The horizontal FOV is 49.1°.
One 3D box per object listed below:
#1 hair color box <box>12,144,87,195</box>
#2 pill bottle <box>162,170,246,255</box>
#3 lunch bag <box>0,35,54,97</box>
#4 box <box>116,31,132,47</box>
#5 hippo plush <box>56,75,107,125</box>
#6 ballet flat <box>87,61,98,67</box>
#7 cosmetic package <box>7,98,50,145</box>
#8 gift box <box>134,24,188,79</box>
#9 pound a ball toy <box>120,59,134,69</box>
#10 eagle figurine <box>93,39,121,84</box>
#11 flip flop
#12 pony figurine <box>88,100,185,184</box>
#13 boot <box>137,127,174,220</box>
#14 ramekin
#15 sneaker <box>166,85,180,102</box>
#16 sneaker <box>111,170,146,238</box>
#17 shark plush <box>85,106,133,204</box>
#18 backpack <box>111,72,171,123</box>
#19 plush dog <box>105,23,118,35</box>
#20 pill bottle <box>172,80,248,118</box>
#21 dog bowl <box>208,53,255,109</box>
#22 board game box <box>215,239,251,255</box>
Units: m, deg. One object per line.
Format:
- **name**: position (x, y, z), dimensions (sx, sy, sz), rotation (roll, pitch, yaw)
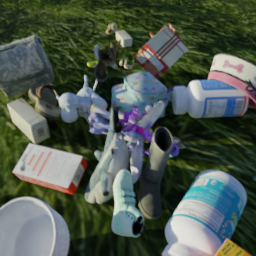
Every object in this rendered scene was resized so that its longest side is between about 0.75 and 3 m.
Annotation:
- **hair color box**: position (-2.364, 1.238, 8.565), dimensions (1.927, 0.616, 1.068), rotation (12, 59, 16)
- **pill bottle**: position (1.855, 2.352, 6.952), dimensions (1.428, 1.428, 2.578), rotation (25, 48, 25)
- **lunch bag**: position (-4.564, -2.676, 11.635), dimensions (2.465, 2.067, 1.717), rotation (-19, 60, -8)
- **box**: position (-0.245, -5.086, 15.961), dimensions (0.565, 0.462, 1.189), rotation (-14, 44, -15)
- **hippo plush**: position (-1.684, -0.815, 10.018), dimensions (1.401, 1.759, 1.414), rotation (25, 30, 39)
- **ballet flat**: position (-1.708, -3.144, 13.906), dimensions (0.279, 0.278, 0.831), rotation (46, 33, 10)
- **cosmetic package**: position (-3.660, -0.271, 10.277), dimensions (0.621, 0.918, 1.746), rotation (-31, 52, -32)
- **gift box**: position (1.428, -3.436, 12.344), dimensions (1.802, 1.663, 1.683), rotation (49, 65, -9)
- **pound a ball toy**: position (-0.085, -3.001, 13.274), dimensions (0.596, 0.389, 0.915), rotation (8, 3, -7)
- **eagle figurine**: position (-1.003, -2.835, 12.151), dimensions (1.391, 1.384, 1.834), rotation (-35, 8, -33)
- **flip flop**: position (-3.128, -1.187, 10.791), dimensions (1.170, 0.830, 2.884), rotation (17, 16, -28)
- **pony figurine**: position (0.232, 0.143, 8.756), dimensions (2.915, 2.428, 2.814), rotation (23, 8, 18)
- **boot**: position (0.796, 1.247, 7.617), dimensions (0.722, 1.989, 1.809), rotation (7, 45, -16)
- **ramekin**: position (-2.286, 2.680, 6.496), dimensions (1.918, 1.007, 1.918), rotation (-8, 60, 14)
- **sneaker**: position (1.905, -1.505, 11.772), dimensions (1.673, 0.737, 0.630), rotation (1, 43, 3)
- **sneaker**: position (0.093, 1.878, 7.001), dimensions (0.602, 1.637, 0.965), rotation (11, -12, -38)
- **shark plush**: position (-0.657, 0.784, 7.947), dimensions (1.167, 2.803, 1.273), rotation (3, 4, 37)
- **backpack**: position (0.390, -1.120, 10.736), dimensions (2.073, 1.589, 1.822), rotation (-23, 52, -21)
- **plush dog**: position (-1.024, -5.860, 16.856), dimensions (0.711, 0.664, 0.827), rotation (-34, 22, -15)
- **pill bottle**: position (3.081, -1.122, 10.804), dimensions (2.605, 1.462, 1.462), rotation (-2, 42, -2)
- **dog bowl**: position (4.301, -1.735, 10.880), dimensions (2.677, 2.677, 0.987), rotation (34, 94, 32)
- **board game box**: position (1.904, 3.683, 4.950), dimensions (1.909, 1.909, 1.911), rotation (33, 45, 30)
